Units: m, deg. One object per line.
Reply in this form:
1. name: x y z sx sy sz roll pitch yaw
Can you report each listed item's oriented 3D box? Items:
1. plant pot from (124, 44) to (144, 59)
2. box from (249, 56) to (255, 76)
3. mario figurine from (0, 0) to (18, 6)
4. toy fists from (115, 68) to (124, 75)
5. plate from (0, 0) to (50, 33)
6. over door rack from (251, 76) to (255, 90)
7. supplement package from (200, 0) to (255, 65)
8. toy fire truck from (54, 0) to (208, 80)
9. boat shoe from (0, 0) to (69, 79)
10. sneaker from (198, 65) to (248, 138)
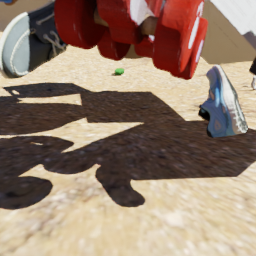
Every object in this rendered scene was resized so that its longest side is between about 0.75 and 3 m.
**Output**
1. plant pot: 0.154 -2.944 6.352 2.625 2.277 2.625 4 49 -5
2. box: 3.808 -1.998 4.647 2.643 2.688 1.578 -22 49 -37
3. mario figurine: -2.964 -2.485 4.744 1.894 1.169 1.004 -22 0 -38
4. toy fists: -0.409 -2.623 13.053 0.395 0.267 0.775 10 22 4
5. plate: -2.326 -3.287 6.989 2.805 0.454 2.811 -27 -17 32
6. over door rack: 6.058 -1.759 10.229 2.545 0.848 1.880 -15 28 -32
7. supplement package: 2.744 -3.334 7.091 2.034 2.680 2.019 35 -6 -24
8. toy fire truck: 0.389 -1.988 3.728 1.555 2.329 2.773 19 11 15
9. boat shoe: -1.728 -2.076 6.177 0.869 1.025 2.814 13 51 21
10. sneaker: 1.201 -0.391 3.910 0.572 0.498 1.271 -25 39 28
